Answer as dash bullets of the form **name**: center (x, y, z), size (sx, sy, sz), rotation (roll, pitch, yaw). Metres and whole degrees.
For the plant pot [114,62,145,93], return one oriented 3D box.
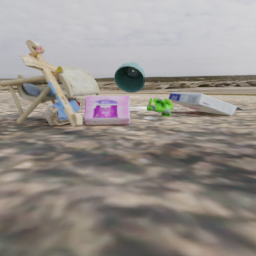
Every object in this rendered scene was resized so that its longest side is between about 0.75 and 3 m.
- **plant pot**: center (0.130, -2.105, 11.061), size (1.204, 1.204, 0.806), rotation (2, 41, 15)

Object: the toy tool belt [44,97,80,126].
- **toy tool belt**: center (-1.823, -0.583, 8.336), size (1.258, 0.786, 0.773), rotation (-33, 1, -39)

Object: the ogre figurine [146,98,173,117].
- **ogre figurine**: center (1.170, -0.759, 9.935), size (0.777, 0.636, 1.296), rotation (17, 1, 14)

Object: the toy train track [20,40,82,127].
- **toy train track**: center (-1.742, -1.180, 6.906), size (0.409, 2.512, 1.441), rotation (-33, -9, 16)

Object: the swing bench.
- **swing bench**: center (-2.397, -1.272, 9.101), size (2.155, 1.398, 2.144), rotation (-23, 1, 18)

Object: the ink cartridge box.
- **ink cartridge box**: center (3.175, -0.927, 11.559), size (2.281, 0.494, 2.239), rotation (17, 1, -22)

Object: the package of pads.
- **package of pads**: center (-0.607, -0.519, 8.425), size (1.355, 0.816, 0.513), rotation (-1, -22, -2)
